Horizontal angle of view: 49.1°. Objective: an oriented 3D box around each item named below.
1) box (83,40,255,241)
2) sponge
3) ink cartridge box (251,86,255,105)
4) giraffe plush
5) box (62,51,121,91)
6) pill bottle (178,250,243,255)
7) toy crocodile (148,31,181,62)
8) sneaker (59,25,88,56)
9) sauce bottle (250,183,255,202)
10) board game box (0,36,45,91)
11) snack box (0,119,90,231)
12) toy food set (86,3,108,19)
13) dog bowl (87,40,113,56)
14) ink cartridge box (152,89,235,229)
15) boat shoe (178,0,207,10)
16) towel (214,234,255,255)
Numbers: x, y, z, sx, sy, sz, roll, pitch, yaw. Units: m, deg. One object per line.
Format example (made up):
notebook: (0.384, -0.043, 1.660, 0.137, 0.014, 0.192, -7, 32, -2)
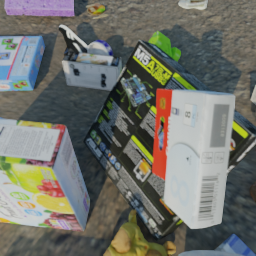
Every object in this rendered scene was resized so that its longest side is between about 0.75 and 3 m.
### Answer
box: (0.574, 0.216, 5.759, 0.705, 2.867, 2.968, 0, 40, -50)
sponge: (-3.229, -4.757, 10.342, 2.398, 0.358, 1.338, -3, 67, -10)
ink cartridge box: (4.519, -0.679, 7.511, 1.330, 0.779, 1.841, -30, 59, -8)
giraffe plush: (0.214, 2.414, 5.256, 1.154, 1.228, 1.423, 31, 23, 10)
box: (-1.027, -1.663, 8.280, 1.630, 0.951, 0.490, 8, 51, 8)
pill bottle: (1.319, 3.275, 3.651, 1.588, 1.588, 2.861, 5, 80, 4)
toy crocodile: (1.051, -1.936, 8.569, 0.990, 0.906, 2.933, 23, 45, -29)
sneaker: (-1.951, -2.730, 9.107, 1.313, 0.480, 0.734, 41, 87, 11)
sauce bottle: (3.664, 1.074, 6.310, 1.946, 0.642, 0.642, -30, 58, -14)
board game box: (-4.255, -2.056, 8.818, 2.822, 0.516, 2.135, 0, 53, 0)
snack box: (-1.937, 0.975, 4.974, 2.128, 2.993, 0.793, 6, 55, 5)
toy food set: (-1.255, -4.690, 11.018, 0.707, 0.205, 1.024, -20, 55, -14)
dog bowl: (-0.883, -2.356, 8.831, 0.779, 0.779, 0.307, 26, 48, 18)
ink cartridge box: (0.611, 0.222, 3.840, 0.442, 1.497, 1.870, -1, 10, -21)
boat shoe: (2.572, -4.976, 11.140, 1.108, 0.355, 0.408, 11, 54, 9)
towel: (1.931, 2.913, 5.288, 1.578, 0.188, 1.159, -32, 60, -22)
